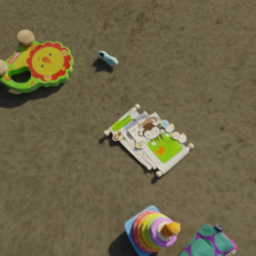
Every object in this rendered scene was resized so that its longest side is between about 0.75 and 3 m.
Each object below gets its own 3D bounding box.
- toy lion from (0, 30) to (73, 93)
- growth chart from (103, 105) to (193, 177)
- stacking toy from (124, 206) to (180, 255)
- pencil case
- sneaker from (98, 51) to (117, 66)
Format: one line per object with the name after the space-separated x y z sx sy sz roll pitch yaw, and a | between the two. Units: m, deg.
-3.759 -2.541 11.520 2.632 0.943 2.746 33 72 4 | toy lion
0.819 0.400 10.628 2.920 0.259 2.113 39 73 13 | growth chart
0.957 3.071 8.352 1.372 2.364 1.297 -27 79 -25 | stacking toy
2.123 4.297 8.563 2.766 1.177 1.278 -48 36 -15 | pencil case
-0.890 -2.901 11.774 0.949 0.389 0.351 34 110 16 | sneaker
